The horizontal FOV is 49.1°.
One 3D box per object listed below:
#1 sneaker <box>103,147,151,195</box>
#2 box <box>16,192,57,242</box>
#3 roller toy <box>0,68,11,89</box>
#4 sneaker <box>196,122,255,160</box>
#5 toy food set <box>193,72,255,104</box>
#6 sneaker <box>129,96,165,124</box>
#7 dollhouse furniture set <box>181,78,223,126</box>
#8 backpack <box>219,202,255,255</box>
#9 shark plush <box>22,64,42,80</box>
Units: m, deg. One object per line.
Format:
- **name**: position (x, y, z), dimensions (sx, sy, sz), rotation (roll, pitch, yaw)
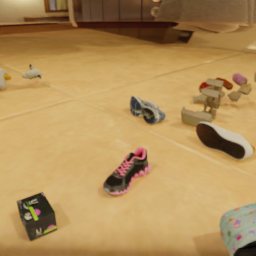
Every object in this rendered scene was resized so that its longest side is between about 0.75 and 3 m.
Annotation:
- **sneaker**: position (-0.035, 1.029, 7.164), dimensions (0.676, 0.816, 1.710), rotation (20, 34, 31)
- **box**: position (-1.916, 1.836, 5.871), dimensions (0.593, 0.496, 0.798), rotation (-17, 30, -30)
- **roller toy**: position (-6.536, -2.500, 13.602), dimensions (1.366, 0.955, 1.247), rotation (6, -10, 38)
- **sneaker**: position (2.991, 0.397, 8.726), dimensions (0.827, 0.711, 1.954), rotation (-5, 30, -38)
- **toy food set**: position (4.255, -1.697, 12.094), dimensions (2.741, 0.432, 1.743), rotation (-4, 47, 31)
- **sneaker**: position (0.733, -0.692, 10.940), dimensions (0.805, 0.728, 1.889), rotation (-6, 32, -34)
- **dollhouse furniture set**: position (2.693, -0.848, 10.208), dimensions (1.032, 1.361, 1.553), rotation (18, 64, 23)
- **backpack**: position (2.453, 1.891, 5.029), dimensions (1.515, 1.264, 0.959), rotation (-15, 34, 1)
- **shark plush**: position (-4.865, -2.754, 14.343), dimensions (0.692, 0.755, 1.662), rotation (-39, 12, 5)
